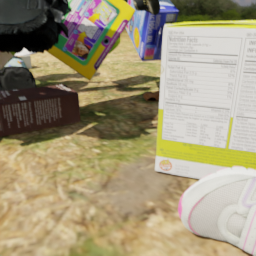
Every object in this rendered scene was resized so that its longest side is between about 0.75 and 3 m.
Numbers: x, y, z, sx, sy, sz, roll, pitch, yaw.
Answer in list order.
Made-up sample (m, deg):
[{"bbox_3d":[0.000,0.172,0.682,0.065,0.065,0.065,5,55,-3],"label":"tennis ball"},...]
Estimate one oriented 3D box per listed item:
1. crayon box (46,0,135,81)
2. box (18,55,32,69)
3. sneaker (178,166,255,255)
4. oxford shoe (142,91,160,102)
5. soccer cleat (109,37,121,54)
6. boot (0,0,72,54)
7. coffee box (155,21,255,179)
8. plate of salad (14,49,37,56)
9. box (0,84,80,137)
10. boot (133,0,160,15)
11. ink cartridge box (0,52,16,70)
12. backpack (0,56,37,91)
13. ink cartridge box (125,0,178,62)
[{"bbox_3d":[-1.139,-2.562,7.037,1.798,2.084,0.607,34,8,-10],"label":"crayon box"},{"bbox_3d":[-6.181,-3.417,14.800,0.888,0.727,1.871,19,29,39],"label":"box"},{"bbox_3d":[1.791,1.144,3.252,2.386,0.971,1.053,3,20,9],"label":"sneaker"},{"bbox_3d":[0.988,-1.058,9.669,0.997,0.356,0.355,-9,52,-23],"label":"oxford shoe"},{"bbox_3d":[-1.253,-3.029,8.879,2.184,0.885,0.737,20,41,-30],"label":"soccer cleat"},{"bbox_3d":[-2.291,-2.466,4.835,2.796,2.291,1.035,1,-9,9],"label":"boot"},{"bbox_3d":[2.179,-0.678,5.466,2.685,2.655,2.681,7,23,17],"label":"coffee box"},{"bbox_3d":[-3.606,-2.952,10.011,1.750,0.420,1.750,1,45,-1],"label":"plate of salad"},{"bbox_3d":[-2.644,-0.505,7.432,2.467,0.925,1.235,-11,24,-29],"label":"box"},{"bbox_3d":[0.358,-3.243,6.779,0.357,0.990,0.748,-39,42,-18],"label":"boot"},{"bbox_3d":[-2.952,-1.797,6.460,0.854,0.632,0.324,-30,24,24],"label":"ink cartridge box"},{"bbox_3d":[-4.196,-1.784,9.951,1.810,1.373,2.169,-10,23,-19],"label":"backpack"},{"bbox_3d":[0.723,-3.317,8.958,0.959,1.713,2.511,-9,49,-15],"label":"ink cartridge box"}]
